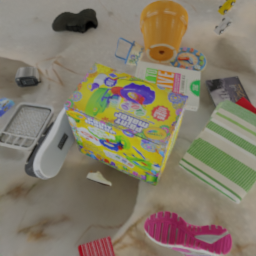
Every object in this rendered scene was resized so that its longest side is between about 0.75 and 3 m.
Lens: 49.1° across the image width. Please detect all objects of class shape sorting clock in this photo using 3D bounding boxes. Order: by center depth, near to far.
[{"bbox_3d":[2.257,-2.600,10.667,1.475,0.289,1.475,0,59,0],"label":"shape sorting clock"}]

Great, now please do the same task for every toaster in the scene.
[{"bbox_3d":[-3.581,-1.840,10.076,0.921,0.523,0.595,-7,57,-3],"label":"toaster"}]

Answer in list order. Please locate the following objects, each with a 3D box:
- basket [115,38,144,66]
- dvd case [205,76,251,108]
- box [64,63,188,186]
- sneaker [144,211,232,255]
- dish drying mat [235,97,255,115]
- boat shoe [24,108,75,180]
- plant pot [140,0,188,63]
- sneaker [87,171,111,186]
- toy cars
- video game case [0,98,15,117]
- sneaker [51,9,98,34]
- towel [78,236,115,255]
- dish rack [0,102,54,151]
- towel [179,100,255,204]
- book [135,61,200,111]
[{"bbox_3d":[0.038,-2.840,10.466,1.017,0.897,0.707,25,56,4],"label":"basket"},{"bbox_3d":[3.557,-1.082,9.835,1.259,0.135,1.693,-8,60,-5],"label":"dvd case"},{"bbox_3d":[-0.032,-0.003,7.770,2.645,2.548,1.614,23,62,13],"label":"box"},{"bbox_3d":[1.428,2.814,7.041,2.141,0.944,0.871,12,50,20],"label":"sneaker"},{"bbox_3d":[4.131,-0.204,9.134,0.666,0.158,1.733,-40,72,1],"label":"dish drying mat"},{"bbox_3d":[-2.157,0.288,8.576,0.991,1.046,2.993,-9,44,33],"label":"boat shoe"},{"bbox_3d":[1.271,-3.410,10.362,1.804,1.804,1.652,6,69,4],"label":"plant pot"},{"bbox_3d":[-0.817,1.459,8.212,0.765,0.278,0.324,19,66,12],"label":"sneaker"},{"bbox_3d":[4.007,-4.552,11.488,0.721,0.356,1.607,10,87,45],"label":"toy cars"},{"bbox_3d":[-4.281,-0.674,9.411,0.686,0.172,0.757,18,58,39],"label":"video game case"},{"bbox_3d":[-2.146,-4.263,11.459,1.942,0.737,0.881,-19,69,-7],"label":"sneaker"},{"bbox_3d":[-0.814,3.240,7.251,0.884,0.099,0.639,-14,61,-9],"label":"towel"},{"bbox_3d":[-3.218,-0.017,8.947,1.481,0.376,1.726,9,58,19],"label":"dish rack"},{"bbox_3d":[3.154,0.598,8.572,2.155,0.331,2.825,33,69,19],"label":"towel"},{"bbox_3d":[1.342,-1.453,9.891,2.295,0.551,1.533,9,61,2],"label":"book"}]
